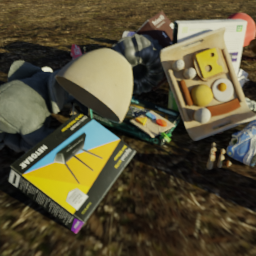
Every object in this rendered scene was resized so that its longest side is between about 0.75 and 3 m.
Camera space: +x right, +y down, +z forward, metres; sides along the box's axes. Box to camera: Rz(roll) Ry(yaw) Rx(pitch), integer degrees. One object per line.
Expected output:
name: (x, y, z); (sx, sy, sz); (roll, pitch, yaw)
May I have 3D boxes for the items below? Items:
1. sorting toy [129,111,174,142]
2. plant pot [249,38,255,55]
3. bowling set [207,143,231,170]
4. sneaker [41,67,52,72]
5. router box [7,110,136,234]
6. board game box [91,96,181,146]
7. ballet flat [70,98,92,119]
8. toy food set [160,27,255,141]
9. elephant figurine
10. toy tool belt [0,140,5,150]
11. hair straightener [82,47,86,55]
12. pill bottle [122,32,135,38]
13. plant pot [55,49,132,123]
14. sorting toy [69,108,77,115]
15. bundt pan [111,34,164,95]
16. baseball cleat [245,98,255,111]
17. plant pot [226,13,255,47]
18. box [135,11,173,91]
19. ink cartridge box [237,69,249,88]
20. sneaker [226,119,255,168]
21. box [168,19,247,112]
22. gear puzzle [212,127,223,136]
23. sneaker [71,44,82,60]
sorting toy: (0.818, -0.057, 7.767); (0.989, 0.197, 1.338); (-22, 44, -37)
plant pot: (6.472, -3.531, 12.753); (1.975, 0.271, 1.975); (20, 0, 0)
bowling set: (2.325, 0.713, 7.085); (0.569, 0.439, 0.818); (9, 34, 15)
sneaker: (-3.024, -1.062, 9.001); (2.004, 0.756, 1.153); (-39, 69, -18)
router box: (-1.101, 0.801, 6.171); (1.765, 0.604, 2.366); (36, 41, 4)
board game box: (0.213, -0.390, 8.637); (2.488, 0.350, 1.683); (21, 36, 20)
ballet flat: (-1.201, -0.106, 7.827); (0.630, 0.626, 1.842); (-13, 60, -18)
toy food set: (2.255, -1.216, 7.855); (1.942, 2.706, 0.817); (-21, 4, 1)
elephant figurine: (-2.372, -0.890, 7.536); (2.062, 2.260, 2.914); (34, 57, -12)
toy tool belt: (-3.876, -0.158, 7.807); (1.108, 1.090, 1.774); (-1, 32, 2)
hair straightener: (-2.315, -4.005, 14.476); (0.183, 0.344, 0.893); (4, 33, 0)
pill bottle: (0.369, -4.869, 15.444); (1.251, 0.749, 0.749); (14, 35, 21)
plant pot: (-0.607, -1.128, 6.603); (1.822, 1.822, 1.223); (26, 78, 34)
sorting toy: (-1.166, -0.815, 9.512); (1.367, 0.246, 1.835); (7, 34, -3)
bundt pan: (0.303, -1.897, 8.982); (2.030, 2.030, 0.762); (-5, 42, -8)
baseball cleat: (3.962, -0.683, 9.289); (0.609, 0.399, 1.144); (20, 39, 27)
plant pot: (5.416, -4.889, 14.727); (1.631, 1.843, 1.843); (-34, 45, -26)
box: (1.150, -2.944, 10.764); (2.086, 1.713, 1.731); (47, 39, -8)
ink cartridge box: (3.965, -1.947, 10.748); (0.714, 0.696, 1.111); (7, 20, -45)
sneaker: (3.183, 0.259, 7.521); (0.738, 0.725, 1.915); (17, 34, 22)
box: (2.376, -1.827, 8.770); (2.085, 2.889, 0.525); (-4, 28, -7)
gear puzzle: (2.453, -0.017, 8.537); (0.473, 0.119, 0.912); (-11, 32, -13)
sneaker: (-2.560, -3.696, 13.737); (0.533, 0.628, 1.447); (-13, 36, -19)
